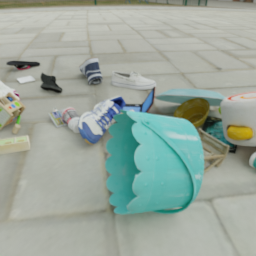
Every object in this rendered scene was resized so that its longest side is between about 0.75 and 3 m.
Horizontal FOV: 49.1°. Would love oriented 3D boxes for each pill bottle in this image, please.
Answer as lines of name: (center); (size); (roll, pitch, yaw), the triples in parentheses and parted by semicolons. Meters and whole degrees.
pill bottle: (-2.003, -0.266, 10.242); (0.546, 0.546, 0.987); (-17, 46, -27)

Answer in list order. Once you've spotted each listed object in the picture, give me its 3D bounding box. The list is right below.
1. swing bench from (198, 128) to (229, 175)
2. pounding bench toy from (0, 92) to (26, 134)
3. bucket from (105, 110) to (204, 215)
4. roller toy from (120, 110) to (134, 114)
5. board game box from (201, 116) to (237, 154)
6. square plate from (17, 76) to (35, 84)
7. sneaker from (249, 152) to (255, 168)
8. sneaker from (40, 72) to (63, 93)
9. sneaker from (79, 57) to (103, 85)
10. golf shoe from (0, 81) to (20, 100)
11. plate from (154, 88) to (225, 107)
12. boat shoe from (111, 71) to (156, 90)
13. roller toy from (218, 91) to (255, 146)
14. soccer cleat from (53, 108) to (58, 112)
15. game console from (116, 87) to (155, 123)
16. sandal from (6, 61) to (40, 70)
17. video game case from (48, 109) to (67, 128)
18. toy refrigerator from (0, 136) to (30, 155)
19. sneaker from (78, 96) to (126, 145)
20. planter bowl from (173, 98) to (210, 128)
swing bench: (2.157, 0.710, 8.376); (1.146, 0.744, 1.140); (-19, 37, -30)
pounding bench toy: (-4.303, -0.472, 10.286); (1.367, 0.849, 1.066); (45, 24, -6)
bucket: (0.511, 0.817, 6.587); (1.633, 2.510, 2.510); (2, 28, -17)
roller toy: (0.042, -0.090, 9.379); (0.692, 0.903, 0.990); (-25, -5, 3)
board game box: (3.210, 0.181, 9.812); (1.273, 0.265, 1.882); (12, 32, 20)
square plate: (-5.339, -2.498, 14.633); (0.765, 0.109, 0.758); (-19, 35, -29)
sneaker: (4.509, 0.913, 8.042); (1.748, 0.731, 1.055); (-19, 31, -19)
sneaker: (-3.651, -2.170, 13.384); (1.533, 0.460, 0.799); (13, 71, 26)
sneaker: (-1.957, -2.785, 14.628); (0.802, 1.241, 2.287); (-15, 3, -20)
golf shoe: (-5.418, -1.457, 12.239); (1.113, 0.916, 2.433); (-3, 32, -30)
plate: (2.479, -1.167, 10.652); (2.943, 0.376, 2.943); (6, -1, 0)
boat shoe: (0.260, -2.416, 13.848); (2.275, 0.748, 0.819); (11, 32, 18)
roller toy: (3.912, -0.259, 8.610); (1.940, 1.486, 2.127); (-8, 12, 12)
soccer cleat: (-2.832, -0.538, 10.998); (0.268, 0.333, 0.782); (-9, 31, -16)
game console: (0.312, -0.899, 10.928); (1.439, 0.991, 1.670); (2, 29, 7)
sandal: (-6.084, -3.623, 16.387); (0.765, 0.459, 2.038); (29, 25, 31)
video game case: (-2.562, -0.375, 10.714); (0.711, 0.086, 0.781); (-19, 56, -31)
toy refrigerator: (-3.768, 0.545, 9.068); (1.067, 0.373, 0.405); (-8, 31, -15)
sneaker: (-0.851, -0.439, 9.781); (1.146, 0.979, 2.600); (-29, 20, 27)
planter bowl: (2.425, -0.427, 10.345); (1.377, 0.574, 1.377); (-23, 38, 19)
